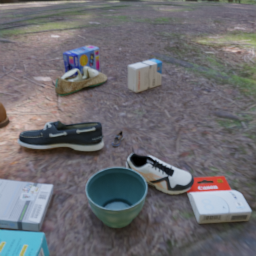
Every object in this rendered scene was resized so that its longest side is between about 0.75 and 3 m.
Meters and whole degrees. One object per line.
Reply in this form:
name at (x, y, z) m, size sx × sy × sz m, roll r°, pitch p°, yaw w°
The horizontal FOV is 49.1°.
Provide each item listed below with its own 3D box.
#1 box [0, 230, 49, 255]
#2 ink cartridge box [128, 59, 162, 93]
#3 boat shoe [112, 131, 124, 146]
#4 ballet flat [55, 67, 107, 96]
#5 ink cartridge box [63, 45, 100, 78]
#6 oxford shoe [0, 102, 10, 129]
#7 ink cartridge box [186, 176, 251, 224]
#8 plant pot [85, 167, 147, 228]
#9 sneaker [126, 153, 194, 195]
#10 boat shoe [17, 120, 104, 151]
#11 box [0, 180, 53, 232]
box at (-3.135, 2.630, 5.413) m, size 2.874 × 0.706 × 1.182 m, roll 2°, pitch 31°, yaw 3°
ink cartridge box at (0.816, -2.535, 13.552) m, size 1.644 × 1.204 × 0.706 m, roll -21°, pitch 37°, yaw -31°
boat shoe at (-0.362, 0.353, 9.630) m, size 0.271 × 0.272 × 0.750 m, roll 11°, pitch 32°, yaw 13°
ballet flat at (-2.208, -2.426, 13.604) m, size 1.053 × 0.975 × 2.988 m, roll 25°, pitch 39°, yaw 35°
ink cartridge box at (-2.471, -3.227, 14.423) m, size 0.838 × 1.497 × 2.194 m, roll 22°, pitch 37°, yaw 33°
oxford shoe at (-5.553, -0.103, 9.713) m, size 1.030 × 1.030 × 2.889 m, roll 18°, pitch 37°, yaw 25°
ink cartridge box at (2.213, 1.710, 7.240) m, size 1.260 × 0.372 × 1.575 m, roll -2°, pitch 33°, yaw -4°
plant pot at (-0.272, 1.745, 6.665) m, size 1.411 × 0.945 × 1.411 m, roll 1°, pitch 31°, yaw 0°
sneaker at (0.814, 1.220, 7.613) m, size 1.955 × 0.782 × 0.721 m, roll 10°, pitch 44°, yaw 15°
boat shoe at (-2.231, 0.162, 9.224) m, size 2.890 × 0.872 × 1.093 m, roll 0°, pitch 20°, yaw 1°
box at (-2.809, 1.849, 6.876) m, size 1.629 × 0.335 × 1.270 m, roll 8°, pitch 32°, yaw -4°
